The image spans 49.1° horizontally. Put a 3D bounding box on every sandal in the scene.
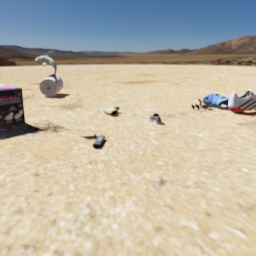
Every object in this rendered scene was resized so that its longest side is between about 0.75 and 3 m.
[{"bbox_3d":[4.819,-1.368,14.643,1.964,0.780,0.855,8,22,31],"label":"sandal"}]

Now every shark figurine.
[{"bbox_3d":[-2.938,-2.379,10.858,1.331,0.795,0.555,50,-2,22],"label":"shark figurine"}]

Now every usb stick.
[{"bbox_3d":[-0.974,0.450,9.393,0.278,0.163,1.002,1,16,6],"label":"usb stick"}]

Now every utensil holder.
[{"bbox_3d":[-5.103,-2.788,18.616,1.259,1.259,1.481,0,19,1],"label":"utensil holder"}]

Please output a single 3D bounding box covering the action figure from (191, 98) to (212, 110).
[{"bbox_3d":[3.837,-1.239,14.449,1.168,0.596,0.694,-13,10,-32],"label":"action figure"}]

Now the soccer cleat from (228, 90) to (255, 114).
[{"bbox_3d":[6.189,-1.322,13.743,2.628,1.120,0.902,-3,17,-8],"label":"soccer cleat"}]

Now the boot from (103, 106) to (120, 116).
[{"bbox_3d":[-0.648,-0.820,13.445,0.893,0.325,0.694,-13,20,-34],"label":"boot"}]

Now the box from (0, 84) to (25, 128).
[{"bbox_3d":[-5.803,-1.009,11.868,1.793,1.557,2.713,-15,22,-42],"label":"box"}]

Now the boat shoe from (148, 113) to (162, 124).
[{"bbox_3d":[1.190,-0.454,12.116,0.366,0.366,1.012,-6,18,-21],"label":"boat shoe"}]
